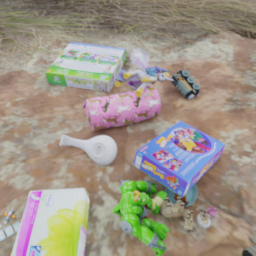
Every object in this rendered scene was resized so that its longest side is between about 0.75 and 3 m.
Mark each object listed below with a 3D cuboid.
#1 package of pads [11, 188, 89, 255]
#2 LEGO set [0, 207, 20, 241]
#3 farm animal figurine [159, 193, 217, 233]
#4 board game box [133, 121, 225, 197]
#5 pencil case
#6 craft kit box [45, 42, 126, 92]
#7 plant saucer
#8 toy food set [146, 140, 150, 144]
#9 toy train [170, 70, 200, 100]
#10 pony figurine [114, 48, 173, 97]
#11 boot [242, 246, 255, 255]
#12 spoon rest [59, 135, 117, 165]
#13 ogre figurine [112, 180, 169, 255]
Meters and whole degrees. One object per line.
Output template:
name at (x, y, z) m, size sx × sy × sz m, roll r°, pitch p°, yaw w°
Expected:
package of pads at (-1.898, 2.600, 7.240) m, size 1.663 × 0.734 × 2.152 m, roll -3°, pitch 44°, yaw 2°
LEGO set at (-3.374, 2.584, 7.695) m, size 0.637 × 0.209 × 0.853 m, roll -24°, pitch 51°, yaw -25°
farm animal figurine at (1.597, 2.342, 7.501) m, size 1.059 × 0.659 × 1.311 m, roll -17°, pitch 30°, yaw -40°
board game box at (1.664, 0.831, 8.801) m, size 1.756 × 0.585 × 2.612 m, roll 31°, pitch 38°, yaw 27°
pencil case at (-0.230, -0.745, 10.488) m, size 2.826 × 1.170 × 1.223 m, roll -14°, pitch 31°, yaw -14°
craft kit box at (-1.864, -2.949, 13.183) m, size 2.967 × 0.720 × 2.930 m, roll 10°, pitch 42°, yaw 11°
plant saucer at (1.558, 1.876, 8.309) m, size 0.965 × 0.173 × 0.965 m, roll 2°, pitch 62°, yaw -3°
toy food set at (1.259, 0.779, 9.556) m, size 1.473 × 0.232 × 0.936 m, roll 17°, pitch 46°, yaw 17°
toy train at (2.424, -1.825, 11.881) m, size 0.795 × 0.594 × 1.395 m, roll -30°, pitch 74°, yaw -17°
pony figurine at (0.479, -2.005, 10.908) m, size 2.017 × 1.740 × 2.089 m, roll 28°, pitch 37°, yaw 31°
boot at (4.176, 3.214, 6.625) m, size 2.247 × 0.815 × 2.043 m, roll -14°, pitch 46°, yaw -18°
spoon rest at (-1.286, 0.630, 9.384) m, size 1.972 × 0.598 × 0.980 m, roll 14°, pitch 89°, yaw 17°
ogre figurine at (0.348, 2.197, 7.421) m, size 1.278 × 1.046 × 2.131 m, roll 25°, pitch 53°, yaw -23°
